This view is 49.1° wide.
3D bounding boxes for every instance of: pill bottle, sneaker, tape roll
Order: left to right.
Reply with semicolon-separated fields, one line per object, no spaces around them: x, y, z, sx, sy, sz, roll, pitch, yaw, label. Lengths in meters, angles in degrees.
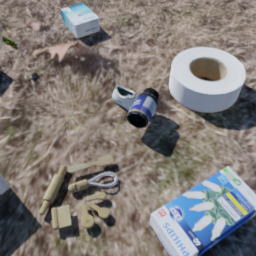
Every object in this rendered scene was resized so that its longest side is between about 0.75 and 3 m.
0.185;-1.042;11.163;1.942;0.687;0.709;27;56;15;sneaker
0.603;-0.770;10.426;0.842;0.842;1.505;18;54;14;pill bottle
3.275;-2.081;11.789;3.034;1.061;3.034;0;50;0;tape roll

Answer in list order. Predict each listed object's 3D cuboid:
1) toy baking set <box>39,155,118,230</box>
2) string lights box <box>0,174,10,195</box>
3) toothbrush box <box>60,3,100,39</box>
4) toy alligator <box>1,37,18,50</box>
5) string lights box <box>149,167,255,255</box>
-1.497;1.997;8.989;2.140;0.324;2.789;10;52;5;toy baking set
-5.019;2.156;8.084;0.825;1.438;2.798;33;58;24;string lights box
-2.561;-5.752;14.962;1.382;0.805;1.888;-25;56;-19;toothbrush box
-5.271;-3.803;12.329;1.026;0.247;0.340;32;26;-27;toy alligator
2.251;2.523;8.145;2.938;0.866;1.510;-26;55;-20;string lights box
